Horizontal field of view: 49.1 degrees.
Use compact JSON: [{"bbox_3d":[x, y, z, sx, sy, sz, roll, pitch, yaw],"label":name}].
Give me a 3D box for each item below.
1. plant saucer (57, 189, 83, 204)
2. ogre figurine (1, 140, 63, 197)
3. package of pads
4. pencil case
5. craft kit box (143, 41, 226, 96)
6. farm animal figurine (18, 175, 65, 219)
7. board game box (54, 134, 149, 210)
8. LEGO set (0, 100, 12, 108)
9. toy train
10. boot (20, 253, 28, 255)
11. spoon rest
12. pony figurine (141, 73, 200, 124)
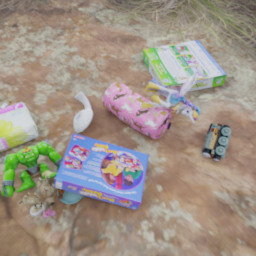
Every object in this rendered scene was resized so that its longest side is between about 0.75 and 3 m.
[{"bbox_3d":[-1.762,1.953,8.883,0.965,0.173,0.965,-7,60,12],"label":"plant saucer"},{"bbox_3d":[-3.112,1.235,9.017,2.131,1.046,1.278,-25,86,-5],"label":"ogre figurine"},{"bbox_3d":[-4.579,0.046,10.312,2.152,0.734,1.663,-24,49,-19],"label":"package of pads"},{"bbox_3d":[0.295,-0.710,10.752,2.826,1.170,1.223,32,41,26],"label":"pencil case"},{"bbox_3d":[2.502,-2.865,13.048,2.930,0.720,2.967,-10,49,-12],"label":"craft kit box"},{"bbox_3d":[-2.530,2.164,8.397,1.059,0.659,1.311,26,37,1],"label":"farm animal figurine"},{"bbox_3d":[-0.774,1.346,8.869,2.612,0.585,1.756,17,50,-3],"label":"board game box"},{"bbox_3d":[-5.015,-0.830,11.507,0.637,0.209,0.853,21,53,16],"label":"LEGO set"},{"bbox_3d":[3.132,0.480,9.924,0.795,0.594,1.395,15,72,25],"label":"toy train"},{"bbox_3d":[-2.328,4.302,6.508,2.247,0.815,2.043,32,56,22],"label":"boot"},{"bbox_3d":[-1.746,-0.594,10.960,0.980,0.598,1.972,-38,40,25],"label":"spoon rest"},{"bbox_3d":[1.665,-1.100,10.266,2.089,1.740,2.017,18,46,-2],"label":"pony figurine"}]
